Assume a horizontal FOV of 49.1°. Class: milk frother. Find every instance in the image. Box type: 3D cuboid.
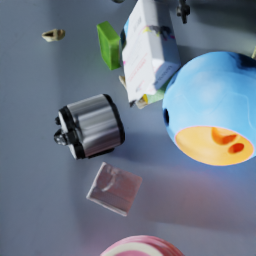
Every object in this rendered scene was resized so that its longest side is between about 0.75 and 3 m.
[{"bbox_3d":[0.680,-4.577,9.184,2.397,2.300,2.549,-5,87,37],"label":"milk frother"}]

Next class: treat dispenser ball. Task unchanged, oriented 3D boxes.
[{"bbox_3d":[2.035,-0.414,6.260,2.502,2.502,2.502,0,60,0],"label":"treat dispenser ball"}]

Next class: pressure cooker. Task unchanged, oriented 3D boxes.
[{"bbox_3d":[-0.998,0.008,6.637,1.545,1.359,1.380,-20,59,-15],"label":"pressure cooker"}]

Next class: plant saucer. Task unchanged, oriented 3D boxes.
[{"bbox_3d":[0.090,2.956,4.841,2.309,0.585,2.309,-16,43,16],"label":"plant saucer"}]

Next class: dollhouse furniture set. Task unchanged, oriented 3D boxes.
[{"bbox_3d":[0.399,-1.949,7.840,1.584,1.213,2.418,-25,63,-14],"label":"dollhouse furniture set"}]

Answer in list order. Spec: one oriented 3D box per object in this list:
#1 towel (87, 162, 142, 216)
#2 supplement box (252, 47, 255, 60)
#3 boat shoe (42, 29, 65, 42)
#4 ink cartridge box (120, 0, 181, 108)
[{"bbox_3d":[-0.306,1.383,6.485,1.027,0.165,0.981,22,60,7],"label":"towel"},{"bbox_3d":[4.927,-1.830,7.337,2.906,1.951,2.903,23,63,13],"label":"supplement box"},{"bbox_3d":[-2.281,-2.854,8.604,0.832,0.261,0.305,-5,77,32],"label":"boat shoe"},{"bbox_3d":[0.516,-1.799,7.012,0.814,1.382,2.401,4,64,-23],"label":"ink cartridge box"}]
